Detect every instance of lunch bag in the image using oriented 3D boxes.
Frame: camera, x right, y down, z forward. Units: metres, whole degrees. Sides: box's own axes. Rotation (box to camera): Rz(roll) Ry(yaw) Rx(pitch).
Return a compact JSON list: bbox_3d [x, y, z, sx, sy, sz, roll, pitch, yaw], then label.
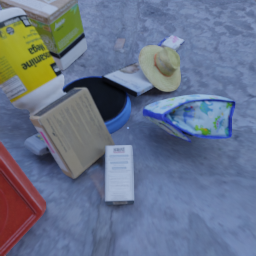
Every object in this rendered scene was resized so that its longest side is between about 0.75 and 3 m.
[{"bbox_3d":[1.396,-0.286,6.841,1.783,1.136,1.516,4,6,-15],"label":"lunch bag"}]

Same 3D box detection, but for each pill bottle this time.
[{"bbox_3d":[-2.504,-1.414,6.870,1.442,2.565,1.442,-27,18,9],"label":"pill bottle"}]

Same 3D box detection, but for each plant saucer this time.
[{"bbox_3d":[-2.851,1.575,4.779,0.497,2.706,2.711,11,45,40],"label":"plant saucer"}]

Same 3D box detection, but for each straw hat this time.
[{"bbox_3d":[1.191,-2.010,8.533,1.668,0.706,1.668,11,65,-25],"label":"straw hat"}]

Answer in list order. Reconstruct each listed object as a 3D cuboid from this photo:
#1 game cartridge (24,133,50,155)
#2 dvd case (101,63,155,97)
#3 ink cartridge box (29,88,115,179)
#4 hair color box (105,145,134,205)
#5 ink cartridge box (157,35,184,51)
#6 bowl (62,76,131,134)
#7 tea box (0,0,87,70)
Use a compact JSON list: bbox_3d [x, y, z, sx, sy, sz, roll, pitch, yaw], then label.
[{"bbox_3d":[-2.015,0.309,7.224,0.760,0.233,1.142,19,32,38],"label":"game cartridge"},{"bbox_3d":[0.248,-1.568,8.764,1.324,0.163,1.855,29,39,25],"label":"dvd case"},{"bbox_3d":[-1.276,0.099,6.695,1.391,1.689,0.634,-38,29,-28],"label":"ink cartridge box"},{"bbox_3d":[-0.199,1.080,6.516,0.650,0.398,1.313,-2,64,1],"label":"hair color box"},{"bbox_3d":[1.599,-3.213,10.522,0.755,0.163,0.741,29,56,21],"label":"ink cartridge box"},{"bbox_3d":[-1.034,-0.704,8.206,2.248,0.441,2.248,0,49,0],"label":"bowl"},{"bbox_3d":[-2.730,-3.400,9.357,2.090,2.056,1.397,25,59,22],"label":"tea box"}]
